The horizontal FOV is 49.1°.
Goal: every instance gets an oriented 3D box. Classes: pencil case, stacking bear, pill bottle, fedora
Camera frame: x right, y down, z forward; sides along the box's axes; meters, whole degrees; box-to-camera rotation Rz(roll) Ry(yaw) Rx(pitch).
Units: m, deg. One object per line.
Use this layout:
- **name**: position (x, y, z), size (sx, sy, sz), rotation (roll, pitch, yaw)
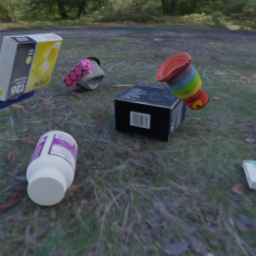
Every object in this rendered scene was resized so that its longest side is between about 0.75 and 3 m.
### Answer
- **pencil case**: position (-1.828, -1.927, 10.167), size (1.283, 0.601, 0.582), rotation (-33, -10, 38)
- **stacking bear**: position (1.832, -1.289, 8.724), size (1.128, 1.857, 1.056), rotation (-33, 29, 19)
- **pill bottle**: position (-2.357, 1.213, 8.752), size (1.375, 1.375, 2.450), rotation (-2, 27, -4)
- **fedora**: position (-2.359, -3.136, 17.103), size (1.165, 2.282, 2.580), rotation (43, 16, 14)

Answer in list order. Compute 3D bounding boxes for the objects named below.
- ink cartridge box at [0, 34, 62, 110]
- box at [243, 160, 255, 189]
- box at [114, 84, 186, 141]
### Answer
- **ink cartridge box**: position (-3.390, -1.814, 9.444), size (0.613, 2.609, 2.578), rotation (25, 25, 6)
- **box**: position (4.791, 1.575, 9.189), size (1.733, 0.315, 1.251), rotation (5, 27, 8)
- **box**: position (1.054, -0.817, 12.546), size (2.573, 1.595, 2.529), rotation (12, 29, 22)
